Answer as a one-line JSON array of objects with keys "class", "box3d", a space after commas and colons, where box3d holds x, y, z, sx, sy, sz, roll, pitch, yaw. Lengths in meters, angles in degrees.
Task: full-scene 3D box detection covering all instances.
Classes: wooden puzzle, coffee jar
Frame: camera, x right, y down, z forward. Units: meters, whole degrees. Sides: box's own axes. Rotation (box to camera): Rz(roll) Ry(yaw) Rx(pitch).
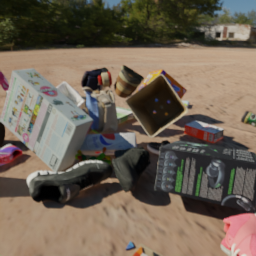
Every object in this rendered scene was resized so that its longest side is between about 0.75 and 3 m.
[{"class": "wooden puzzle", "box3d": [0.357, 2.810, 6.040, 1.059, 0.124, 0.714, 12, 24, 29]}, {"class": "coffee jar", "box3d": [4.493, -0.258, 9.919, 0.893, 0.381, 0.465, 27, 69, 31]}]

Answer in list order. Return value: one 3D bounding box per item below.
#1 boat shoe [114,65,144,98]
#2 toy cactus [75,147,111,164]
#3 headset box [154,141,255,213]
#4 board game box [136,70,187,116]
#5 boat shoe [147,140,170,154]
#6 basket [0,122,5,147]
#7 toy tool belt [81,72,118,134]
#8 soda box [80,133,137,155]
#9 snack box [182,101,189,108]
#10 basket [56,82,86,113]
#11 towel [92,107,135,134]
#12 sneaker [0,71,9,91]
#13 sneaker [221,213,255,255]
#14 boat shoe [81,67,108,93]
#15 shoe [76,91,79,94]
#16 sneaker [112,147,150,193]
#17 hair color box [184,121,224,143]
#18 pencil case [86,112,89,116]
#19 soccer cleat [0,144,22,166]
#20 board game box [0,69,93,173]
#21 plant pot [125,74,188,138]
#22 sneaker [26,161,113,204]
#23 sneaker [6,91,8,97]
[{"class": "boat shoe", "box3d": [-0.080, -1.797, 11.135, 1.057, 1.032, 2.795, 33, 15, -1]}, {"class": "toy cactus", "box3d": [-1.310, 1.031, 9.692, 1.419, 0.726, 1.171, 2, -4, -39]}, {"class": "headset box", "box3d": [2.161, 1.174, 7.870, 2.628, 1.219, 2.288, 9, 5, 19]}, {"class": "board game box", "box3d": [1.510, -1.666, 13.727, 1.623, 1.622, 1.624, 36, -5, -17]}, {"class": "boat shoe", "box3d": [1.472, 0.743, 10.694, 1.707, 0.565, 0.597, 19, 28, 39]}, {"class": "basket", "box3d": [-6.085, 0.182, 11.168, 1.950, 1.326, 1.758, 6, -8, -2]}, {"class": "toy tool belt", "box3d": [-1.191, -0.875, 10.436, 1.382, 2.248, 1.404, -10, 20, -10]}, {"class": "soda box", "box3d": [-0.698, 0.610, 10.324, 2.019, 0.640, 0.689, -2, -21, 6]}, {"class": "snack box", "box3d": [3.215, -1.376, 16.543, 0.651, 0.242, 0.915, 8, 23, 19]}, {"class": "basket", "box3d": [-2.690, -0.949, 11.990, 1.368, 1.110, 1.380, -42, 76, -12]}, {"class": "towel", "box3d": [-1.227, -0.461, 14.140, 2.174, 0.447, 2.914, 14, 27, 36]}, {"class": "sneaker", "box3d": [-4.281, -1.626, 9.476, 0.309, 0.759, 0.335, -25, 32, -12]}, {"class": "sneaker", "box3d": [2.505, 2.649, 5.639, 1.174, 0.998, 2.707, -5, 12, 15]}, {"class": "boat shoe", "box3d": [-1.627, -1.673, 12.131, 1.043, 2.250, 0.840, -13, 57, -34]}, {"class": "shoe", "box3d": [-3.483, -1.386, 13.006, 2.306, 0.824, 1.049, 8, 29, 9]}, {"class": "sneaker", "box3d": [0.153, 1.101, 8.663, 1.132, 0.947, 2.494, -20, 16, 4]}, {"class": "hair color box", "box3d": [3.322, 0.156, 12.336, 0.822, 0.474, 1.483, -18, 26, -39]}, {"class": "pencil case", "box3d": [-1.899, -0.636, 13.286, 1.576, 0.613, 0.705, 1, 0, 9]}, {"class": "soccer cleat", "box3d": [-4.476, 1.083, 9.933, 0.599, 0.558, 1.636, 16, 24, 14]}, {"class": "board game box", "box3d": [-2.845, -0.261, 9.471, 2.978, 2.197, 0.957, 39, 32, 14]}, {"class": "plant pot", "box3d": [1.183, -0.809, 10.831, 1.707, 1.705, 1.511, -36, -6, 13]}, {"class": "sneaker", "box3d": [-1.634, 1.648, 8.117, 2.544, 0.846, 1.151, -9, 26, -12]}, {"class": "sneaker", "box3d": [-4.122, -0.817, 11.877, 1.269, 2.897, 1.097, -31, -20, 13]}]
